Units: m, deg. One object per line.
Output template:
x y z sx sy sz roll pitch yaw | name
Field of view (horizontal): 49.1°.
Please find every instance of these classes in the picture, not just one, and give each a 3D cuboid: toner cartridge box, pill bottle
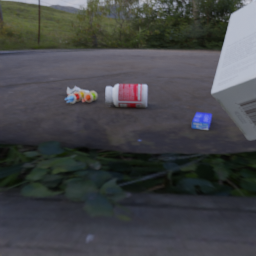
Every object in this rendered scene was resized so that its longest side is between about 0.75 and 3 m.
2.683 -0.253 10.173 0.570 0.259 1.199 6 20 20 | toner cartridge box
-0.063 -1.404 12.264 1.782 1.001 1.001 2 20 3 | pill bottle

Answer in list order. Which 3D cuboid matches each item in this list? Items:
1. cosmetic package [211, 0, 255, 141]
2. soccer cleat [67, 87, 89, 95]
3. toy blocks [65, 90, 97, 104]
2.458 -1.199 5.184 0.921 1.311 2.586 -20 34 45 | cosmetic package
-2.558 -1.887 14.350 1.144 0.487 0.393 -5 21 -13 | soccer cleat
-2.202 -1.384 12.987 1.087 0.474 1.304 8 21 23 | toy blocks
